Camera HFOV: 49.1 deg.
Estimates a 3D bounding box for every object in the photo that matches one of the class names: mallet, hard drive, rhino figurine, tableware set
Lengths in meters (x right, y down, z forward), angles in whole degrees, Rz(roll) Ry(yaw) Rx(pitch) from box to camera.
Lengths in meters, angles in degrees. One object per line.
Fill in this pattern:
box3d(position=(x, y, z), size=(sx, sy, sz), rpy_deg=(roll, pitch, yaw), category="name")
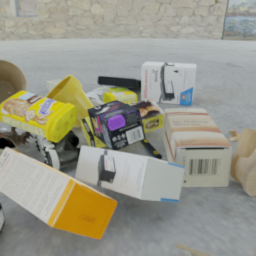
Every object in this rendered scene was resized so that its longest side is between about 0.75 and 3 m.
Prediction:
box3d(position=(0.323, 0.382, 9.446), size=(0.845, 0.528, 2.564), rpy_deg=(-8, 28, -13), category="mallet")
box3d(position=(-0.120, -2.431, 15.127), size=(2.081, 0.490, 2.982), rpy_deg=(7, 8, 16), category="hard drive")
box3d(position=(-3.847, 0.280, 9.338), size=(1.504, 0.658, 0.450), rpy_deg=(5, 1, 7), category="rhino figurine")
box3d(position=(1.268, 2.545, 4.430), size=(1.539, 0.308, 1.018), rpy_deg=(8, 35, 33), category="tableware set")

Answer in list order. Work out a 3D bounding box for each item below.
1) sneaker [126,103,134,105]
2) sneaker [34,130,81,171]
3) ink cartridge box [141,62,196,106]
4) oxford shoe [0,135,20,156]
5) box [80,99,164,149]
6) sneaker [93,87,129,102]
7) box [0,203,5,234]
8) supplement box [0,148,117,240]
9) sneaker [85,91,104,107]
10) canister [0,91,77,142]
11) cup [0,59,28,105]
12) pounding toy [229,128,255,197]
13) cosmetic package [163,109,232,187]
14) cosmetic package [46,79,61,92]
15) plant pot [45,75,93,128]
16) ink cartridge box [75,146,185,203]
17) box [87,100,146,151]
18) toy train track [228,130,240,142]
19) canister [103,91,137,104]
box3d(position=(-0.362, -0.516, 10.801), size=(2.426, 0.915, 0.927), rpy_deg=(-12, 18, -20), category="sneaker")
box3d(position=(-2.184, 0.405, 8.658), size=(1.216, 0.893, 2.687), rpy_deg=(-11, 32, -25), category="sneaker")
box3d(position=(1.940, -2.185, 13.692), size=(2.528, 1.828, 1.065), rpy_deg=(6, 24, 14), category="ink cartridge box")
box3d(position=(-3.748, 0.556, 8.308), size=(2.320, 0.868, 0.817), rpy_deg=(22, 23, 39), category="oxford shoe")
box3d(position=(-0.167, -0.159, 9.519), size=(2.702, 0.677, 1.017), rpy_deg=(-19, 46, -17), category="box")
box3d(position=(-0.965, -1.723, 14.247), size=(1.952, 0.739, 1.025), rpy_deg=(-2, 10, -23), category="sneaker")
box3d(position=(-3.272, 2.228, 4.854), size=(1.640, 0.517, 2.079), rpy_deg=(-3, 23, -6), category="box")
box3d(position=(-1.535, 1.262, 5.592), size=(2.254, 0.829, 1.421), rpy_deg=(15, -18, 37), category="supplement box")
box3d(position=(-1.386, -1.107, 12.315), size=(1.366, 0.893, 2.377), rpy_deg=(-24, 29, -39), category="sneaker")
box3d(position=(-2.589, -0.381, 8.118), size=(1.794, 0.777, 1.333), rpy_deg=(17, 35, 12), category="canister")
box3d(position=(-5.784, -1.779, 12.742), size=(2.278, 2.278, 1.629), rpy_deg=(-9, -2, -21), category="cup")
box3d(position=(3.578, 1.037, 6.694), size=(2.790, 1.595, 1.601), rpy_deg=(13, 20, -20), category="pounding toy")
box3d(position=(1.860, 0.441, 8.204), size=(1.448, 1.222, 2.802), rpy_deg=(-2, 23, 0), category="cosmetic package")
box3d(position=(-3.706, -2.186, 15.305), size=(0.857, 0.605, 1.656), rpy_deg=(-19, 30, -37), category="cosmetic package")
box3d(position=(-2.136, -0.895, 10.474), size=(1.623, 1.527, 1.623), rpy_deg=(-35, 28, 21), category="plant pot")
box3d(position=(0.015, 1.009, 6.244), size=(1.972, 0.826, 1.431), rpy_deg=(6, -9, 42), category="ink cartridge box")
box3d(position=(-0.377, -0.127, 7.939), size=(1.037, 0.900, 1.697), rpy_deg=(-20, 21, -18), category="box")
box3d(position=(4.199, 0.374, 9.596), size=(1.059, 0.300, 1.846), rpy_deg=(-10, 25, -23), category="toy train track")
box3d(position=(-0.380, -1.390, 13.431), size=(1.371, 0.593, 1.018), rpy_deg=(-10, 25, -26), category="canister")
